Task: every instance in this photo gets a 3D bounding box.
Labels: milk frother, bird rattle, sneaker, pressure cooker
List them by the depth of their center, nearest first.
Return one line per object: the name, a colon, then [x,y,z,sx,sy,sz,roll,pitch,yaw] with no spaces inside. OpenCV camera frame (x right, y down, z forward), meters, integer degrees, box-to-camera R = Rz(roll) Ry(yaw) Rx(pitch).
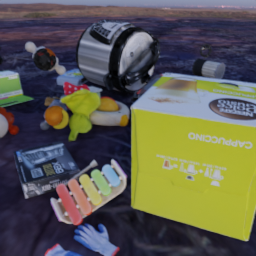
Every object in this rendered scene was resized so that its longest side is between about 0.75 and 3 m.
bird rattle: [-1.058,-0.509,8.700,2.167,1.497,2.658,8,12,-9]
sneaker: [0.704,-1.139,9.503,1.196,1.126,2.921,4,26,1]
pressure cooker: [-0.246,-2.810,11.261,2.988,2.628,2.669,24,13,34]
milk frother: [3.890,-3.107,13.173,1.249,1.384,1.301,-34,41,-31]

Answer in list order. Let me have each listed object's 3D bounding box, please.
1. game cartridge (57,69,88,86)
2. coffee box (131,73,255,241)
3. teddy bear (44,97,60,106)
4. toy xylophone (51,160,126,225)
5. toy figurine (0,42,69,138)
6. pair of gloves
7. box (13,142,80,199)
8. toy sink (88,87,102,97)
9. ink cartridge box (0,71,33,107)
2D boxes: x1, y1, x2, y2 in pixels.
game cartridge: [-2.416,-2.341,12.921,1.230,0.373,1.845,5,26,19]
coffee box: [1.395,0.355,5.366,2.147,2.150,2.126,10,28,20]
teddy bear: [-2.683,-0.931,10.157,0.952,0.318,0.690,14,22,43]
toy xylophone: [-0.774,1.133,5.283,1.456,0.366,1.066,-38,51,-16]
toy figurine: [-2.942,-1.047,7.735,2.507,2.546,1.771,-6,14,-12]
pair of gloves: [-0.703,1.943,4.465,0.896,0.127,1.114,20,33,34]
box: [-1.861,0.876,6.321,1.180,0.372,1.496,-12,27,-23]
toy sink: [-1.366,-1.191,10.346,0.571,0.490,0.875,-17,23,-29]
ink cartridge box: [-4.697,-1.404,10.130,1.725,0.884,2.334,-21,26,-35]
